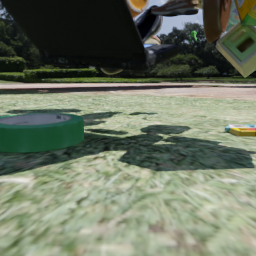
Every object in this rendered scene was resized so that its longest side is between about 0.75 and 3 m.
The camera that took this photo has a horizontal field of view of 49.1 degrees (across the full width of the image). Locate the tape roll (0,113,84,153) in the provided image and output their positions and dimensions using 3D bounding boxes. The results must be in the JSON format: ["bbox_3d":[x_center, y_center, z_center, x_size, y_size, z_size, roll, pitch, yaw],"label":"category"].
[{"bbox_3d":[-2.061,0.037,6.287,2.109,0.507,2.109,0,12,0],"label":"tape roll"}]

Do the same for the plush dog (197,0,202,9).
[{"bbox_3d":[2.997,-4.652,10.453,0.894,0.835,1.041,29,46,16],"label":"plush dog"}]

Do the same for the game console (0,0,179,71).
[{"bbox_3d":[-0.695,-2.176,5.896,2.899,1.687,2.550,12,29,32],"label":"game console"}]

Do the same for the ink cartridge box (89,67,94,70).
[{"bbox_3d":[-1.619,-3.745,11.168,1.664,2.298,0.965,-42,13,19],"label":"ink cartridge box"}]

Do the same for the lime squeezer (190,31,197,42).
[{"bbox_3d":[2.178,-3.042,9.284,0.174,0.325,0.921,-21,15,6],"label":"lime squeezer"}]

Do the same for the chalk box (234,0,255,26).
[{"bbox_3d":[3.186,-2.761,5.063,2.127,1.323,1.317,-2,-24,-5],"label":"chalk box"}]

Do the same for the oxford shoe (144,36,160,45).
[{"bbox_3d":[0.257,-2.648,9.935,1.028,1.073,2.906,-21,0,45],"label":"oxford shoe"}]

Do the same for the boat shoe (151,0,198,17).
[{"bbox_3d":[1.201,-3.109,7.153,1.237,0.457,0.468,8,17,27],"label":"boat shoe"}]

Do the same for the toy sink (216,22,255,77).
[{"bbox_3d":[2.500,-1.864,6.226,0.765,1.174,0.658,-39,-32,18],"label":"toy sink"}]

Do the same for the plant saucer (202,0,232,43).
[{"bbox_3d":[1.977,-2.818,6.050,0.321,1.863,1.863,8,14,28],"label":"plant saucer"}]

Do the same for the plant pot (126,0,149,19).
[{"bbox_3d":[-0.101,-4.070,8.963,1.485,1.485,1.359,-8,13,-36],"label":"plant pot"}]

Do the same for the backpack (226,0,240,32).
[{"bbox_3d":[2.776,-3.113,7.488,1.113,0.944,1.253,46,29,12],"label":"backpack"}]

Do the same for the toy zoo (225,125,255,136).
[{"bbox_3d":[3.132,0.058,7.134,1.315,0.135,0.863,1,11,3],"label":"toy zoo"}]

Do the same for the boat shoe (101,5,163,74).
[{"bbox_3d":[0.080,-2.663,8.291,0.917,2.525,0.792,42,-11,9],"label":"boat shoe"}]
